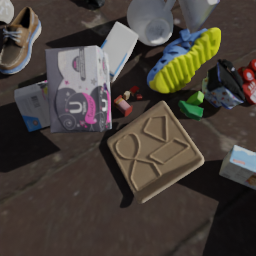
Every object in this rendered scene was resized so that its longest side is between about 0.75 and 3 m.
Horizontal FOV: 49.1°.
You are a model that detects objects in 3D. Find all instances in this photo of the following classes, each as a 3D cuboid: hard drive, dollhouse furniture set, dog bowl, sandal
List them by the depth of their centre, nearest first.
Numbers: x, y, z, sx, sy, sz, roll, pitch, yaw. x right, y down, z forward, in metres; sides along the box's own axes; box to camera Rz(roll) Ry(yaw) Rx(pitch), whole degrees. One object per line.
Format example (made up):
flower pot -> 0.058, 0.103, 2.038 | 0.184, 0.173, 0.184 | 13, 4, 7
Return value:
dollhouse furniture set -> 0.064, -0.851, 8.331 | 0.505, 0.382, 0.938 | 42, 72, 13
hard drive -> 2.052, -4.143, 8.695 | 0.329, 2.591, 1.710 | -18, 91, 2
sandal -> 1.594, -2.194, 8.843 | 2.964, 1.178, 1.290 | -41, 51, -22
dog bowl -> -5.484, -4.386, 10.231 | 2.362, 0.693, 2.362 | 0, 60, 1

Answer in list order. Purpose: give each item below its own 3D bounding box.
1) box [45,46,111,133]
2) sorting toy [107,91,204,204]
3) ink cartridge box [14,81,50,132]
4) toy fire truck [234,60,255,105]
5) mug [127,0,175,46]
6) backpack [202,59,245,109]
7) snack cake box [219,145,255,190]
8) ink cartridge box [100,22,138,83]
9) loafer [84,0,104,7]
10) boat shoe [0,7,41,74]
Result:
box -> -1.102, -0.848, 6.549 | 1.245, 1.081, 1.884 | -2, 95, 10
sorting toy -> 0.994, 0.334, 7.163 | 2.844, 0.419, 2.102 | -36, 59, 11
ink cartridge box -> -2.053, -0.757, 7.873 | 1.881, 1.083, 0.638 | -19, 33, -11
toy fire truck -> 3.842, -1.427, 8.646 | 1.032, 0.689, 1.229 | 46, 69, -4
mug -> 0.875, -3.562, 8.872 | 1.374, 1.861, 1.632 | 19, 33, -25
backpack -> 2.746, -1.115, 8.034 | 1.192, 0.964, 1.251 | 34, 49, -16
snack cake box -> 3.204, 1.107, 6.990 | 1.558, 0.896, 0.523 | 23, 62, 12
ink cartridge box -> -0.395, -2.093, 8.097 | 0.736, 1.714, 1.255 | 31, 89, -7
loafer -> -1.457, -4.953, 10.709 | 1.163, 0.395, 0.408 | 29, 56, 12
boat shoe -> -3.706, -2.959, 9.262 | 0.936, 0.938, 2.591 | 5, 60, 5
